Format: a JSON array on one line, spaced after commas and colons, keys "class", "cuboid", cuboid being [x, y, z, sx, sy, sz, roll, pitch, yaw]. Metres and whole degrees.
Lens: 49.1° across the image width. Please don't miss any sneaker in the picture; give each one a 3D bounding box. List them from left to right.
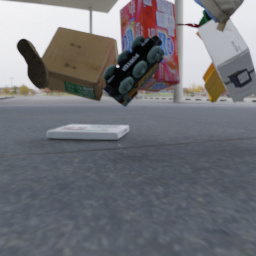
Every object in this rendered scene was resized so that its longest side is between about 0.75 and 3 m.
[{"class": "sneaker", "cuboid": [-2.967, -2.063, 9.193, 0.697, 1.979, 0.748, -30, -17, 9]}]

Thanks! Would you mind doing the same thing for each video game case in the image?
[{"class": "video game case", "cuboid": [-1.562, 0.141, 11.839, 2.833, 0.336, 2.578, 1, 7, 10]}]

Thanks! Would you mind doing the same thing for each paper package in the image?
[{"class": "paper package", "cuboid": [-1.854, -2.396, 10.449, 2.384, 2.272, 1.233, 15, -25, 8]}]

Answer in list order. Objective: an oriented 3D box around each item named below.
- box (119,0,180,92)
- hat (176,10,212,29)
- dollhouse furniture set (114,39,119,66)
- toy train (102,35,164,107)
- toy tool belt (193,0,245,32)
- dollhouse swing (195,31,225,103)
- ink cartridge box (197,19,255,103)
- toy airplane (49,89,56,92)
[{"class": "box", "cuboid": [0.678, -2.735, 9.302, 1.424, 2.857, 1.364, 1, -9, -34]}, {"class": "hat", "cuboid": [2.487, -3.350, 9.564, 0.966, 1.166, 1.027, -14, -16, -43]}, {"class": "dollhouse furniture set", "cuboid": [-1.310, -3.171, 12.374, 1.729, 1.125, 1.588, -8, -1, 32]}, {"class": "toy train", "cuboid": [0.165, -1.505, 7.454, 0.876, 2.055, 1.171, 39, -7, 23]}, {"class": "toy tool belt", "cuboid": [1.796, -2.850, 6.134, 0.880, 1.409, 0.866, -28, -17, -25]}, {"class": "dollhouse swing", "cuboid": [2.908, -2.345, 10.567, 1.872, 1.935, 2.129, 30, 23, 1]}, {"class": "ink cartridge box", "cuboid": [2.912, -1.931, 8.012, 0.897, 1.540, 2.128, -27, -33, 20]}, {"class": "toy airplane", "cuboid": [-3.447, -2.591, 13.552, 1.751, 1.751, 0.322, -2, 2, -14]}]
